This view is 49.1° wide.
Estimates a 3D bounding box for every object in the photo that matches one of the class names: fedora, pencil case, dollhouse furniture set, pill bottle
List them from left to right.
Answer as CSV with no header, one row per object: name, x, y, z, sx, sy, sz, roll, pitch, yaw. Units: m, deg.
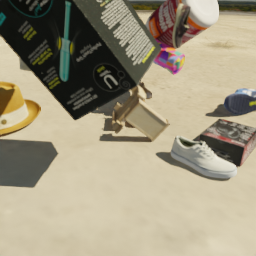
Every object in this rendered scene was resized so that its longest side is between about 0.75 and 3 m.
fedora,-4.208,-0.745,8.677,2.839,1.158,2.839,0,27,0
dollhouse furniture set,0.294,-0.494,8.568,1.057,1.237,2.387,36,20,-18
pencil case,0.968,-2.366,8.992,1.720,0.760,0.760,33,40,26
pill bottle,1.565,-3.552,9.575,1.503,1.503,2.744,-20,0,-34

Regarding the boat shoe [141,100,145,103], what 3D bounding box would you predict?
boat shoe,0.328,-0.552,8.986,0.518,0.519,1.474,0,27,-6

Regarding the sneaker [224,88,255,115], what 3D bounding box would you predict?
sneaker,3.902,-0.944,9.591,2.006,0.742,0.825,-7,26,-31

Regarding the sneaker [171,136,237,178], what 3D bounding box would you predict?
sneaker,1.719,0.651,6.540,1.652,0.585,0.603,20,33,34

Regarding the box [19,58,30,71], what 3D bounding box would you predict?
box,-2.377,-1.961,6.978,0.616,0.740,1.801,3,22,-24

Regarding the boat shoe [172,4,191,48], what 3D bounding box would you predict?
boat shoe,1.549,-2.905,8.063,0.392,1.209,0.435,15,21,25

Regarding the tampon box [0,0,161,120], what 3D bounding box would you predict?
tampon box,-0.922,-1.755,5.378,1.845,2.461,1.554,-23,24,39

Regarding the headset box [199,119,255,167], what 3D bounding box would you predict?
headset box,2.540,0.343,7.109,1.104,0.573,1.483,19,30,32
